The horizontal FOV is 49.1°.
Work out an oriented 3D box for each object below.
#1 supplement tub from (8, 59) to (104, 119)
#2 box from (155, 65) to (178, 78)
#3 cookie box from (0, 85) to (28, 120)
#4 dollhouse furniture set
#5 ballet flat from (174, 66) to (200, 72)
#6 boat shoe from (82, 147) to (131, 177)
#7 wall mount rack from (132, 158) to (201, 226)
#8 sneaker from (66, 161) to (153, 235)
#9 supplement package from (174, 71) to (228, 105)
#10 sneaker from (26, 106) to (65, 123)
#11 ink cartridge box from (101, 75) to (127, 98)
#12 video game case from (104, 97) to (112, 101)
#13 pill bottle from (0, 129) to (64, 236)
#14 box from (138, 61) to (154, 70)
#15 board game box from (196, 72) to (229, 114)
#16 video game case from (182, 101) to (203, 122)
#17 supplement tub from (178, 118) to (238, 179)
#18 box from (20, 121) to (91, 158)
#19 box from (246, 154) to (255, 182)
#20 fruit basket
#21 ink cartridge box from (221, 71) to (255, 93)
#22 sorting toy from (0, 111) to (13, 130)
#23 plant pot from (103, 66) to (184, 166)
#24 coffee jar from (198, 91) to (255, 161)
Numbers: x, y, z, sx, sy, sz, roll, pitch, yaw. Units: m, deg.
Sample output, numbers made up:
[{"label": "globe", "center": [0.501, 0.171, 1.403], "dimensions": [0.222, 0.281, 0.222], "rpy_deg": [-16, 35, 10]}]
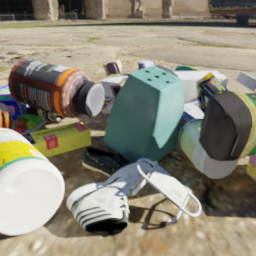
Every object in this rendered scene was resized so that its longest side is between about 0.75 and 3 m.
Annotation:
[{"label": "supplement tub", "center": [-2.312, -1.230, 9.169], "dimensions": [2.987, 1.598, 1.598], "rpy_deg": [17, 30, 22]}, {"label": "box", "center": [1.371, -1.728, 11.711], "dimensions": [0.776, 1.488, 1.101], "rpy_deg": [12, 22, -12]}, {"label": "cookie box", "center": [-4.552, -1.115, 11.261], "dimensions": [1.900, 0.835, 2.222], "rpy_deg": [5, 24, 15]}, {"label": "dollhouse furniture set", "center": [0.339, -1.200, 10.036], "dimensions": [2.747, 2.177, 1.950], "rpy_deg": [1, 39, 31]}, {"label": "ballet flat", "center": [3.726, -2.738, 15.015], "dimensions": [2.543, 0.850, 0.852], "rpy_deg": [21, 10, 32]}, {"label": "boat shoe", "center": [-0.388, 0.874, 7.258], "dimensions": [1.728, 0.573, 0.646], "rpy_deg": [16, 29, 21]}, {"label": "wall mount rack", "center": [0.826, 1.262, 6.079], "dimensions": [1.639, 0.611, 1.424], "rpy_deg": [41, 38, 7]}, {"label": "sneaker", "center": [-0.092, 1.555, 5.897], "dimensions": [2.120, 0.800, 1.220], "rpy_deg": [-22, 41, -24]}, {"label": "supplement package", "center": [2.947, -1.672, 11.980], "dimensions": [2.095, 1.255, 1.270], "rpy_deg": [-2, 25, -5]}, {"label": "sneaker", "center": [-2.810, -0.608, 10.213], "dimensions": [2.041, 0.756, 0.903], "rpy_deg": [-10, 33, 5]}, {"label": "ink cartridge box", "center": [-0.129, -1.863, 12.899], "dimensions": [1.796, 0.755, 1.311], "rpy_deg": [15, 29, 36]}, {"label": "video game case", "center": [-1.119, -1.253, 12.131], "dimensions": [0.734, 0.093, 0.806], "rpy_deg": [-1, 11, 7]}, {"label": "pill bottle", "center": [-2.699, 0.918, 6.114], "dimensions": [1.545, 1.545, 2.739], "rpy_deg": [-19, 32, -35]}, {"label": "box", "center": [1.039, -3.361, 16.082], "dimensions": [0.926, 0.852, 0.486], "rpy_deg": [-21, 30, -36]}, {"label": "board game box", "center": [2.728, -0.527, 8.212], "dimensions": [0.554, 1.952, 1.614], "rpy_deg": [-38, 67, 2]}, {"label": "video game case", "center": [2.841, -0.431, 10.150], "dimensions": [1.488, 0.373, 1.642], "rpy_deg": [-16, 38, -28]}, {"label": "supplement tub", "center": [2.092, 0.518, 7.451], "dimensions": [1.127, 1.127, 1.554], "rpy_deg": [-5, 26, -10]}, {"label": "box", "center": [-2.285, 0.408, 8.351], "dimensions": [2.237, 0.561, 0.842], "rpy_deg": [-14, 28, -27]}, {"label": "box", "center": [4.218, 1.029, 6.545], "dimensions": [2.000, 0.967, 1.759], "rpy_deg": [-5, 25, -9]}, {"label": "fruit basket", "center": [-3.511, 0.028, 9.398], "dimensions": [1.116, 0.565, 1.205], "rpy_deg": [10, 42, 20]}, {"label": "ink cartridge box", "center": [5.248, -1.859, 11.861], "dimensions": [2.221, 0.484, 1.928], "rpy_deg": [14, 26, -38]}, {"label": "sorting toy", "center": [-4.377, -0.465, 9.216], "dimensions": [0.992, 1.452, 2.417], "rpy_deg": [-1, 41, -33]}, {"label": "plant pot", "center": [0.521, -0.397, 7.621], "dimensions": [1.598, 2.261, 1.598], "rpy_deg": [33, 41, 27]}, {"label": "coffee jar", "center": [2.998, -0.140, 6.157], "dimensions": [2.806, 1.463, 1.197], "rpy_deg": [-7, 40, -14]}]
